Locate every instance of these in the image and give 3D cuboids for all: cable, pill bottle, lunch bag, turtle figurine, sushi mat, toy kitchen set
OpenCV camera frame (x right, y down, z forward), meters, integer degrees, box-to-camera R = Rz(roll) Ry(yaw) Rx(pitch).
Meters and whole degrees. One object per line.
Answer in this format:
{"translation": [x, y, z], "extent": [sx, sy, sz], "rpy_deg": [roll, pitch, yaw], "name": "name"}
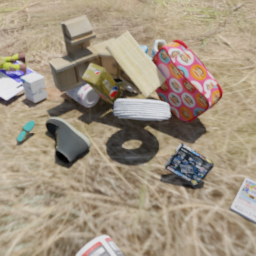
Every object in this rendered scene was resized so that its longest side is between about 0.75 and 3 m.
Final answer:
{"translation": [0.438, -0.558, 8.693], "extent": [1.776, 0.615, 1.776], "rpy_deg": [6, 3, 34], "name": "cable"}
{"translation": [-0.292, 3.276, 5.820], "extent": [1.047, 1.047, 1.807], "rpy_deg": [-29, 54, -27], "name": "pill bottle"}
{"translation": [1.754, -1.462, 9.803], "extent": [1.076, 2.313, 2.626], "rpy_deg": [-37, 87, -27], "name": "lunch bag"}
{"translation": [-5.296, -2.707, 11.503], "extent": [2.070, 0.827, 2.567], "rpy_deg": [-7, 42, -21], "name": "turtle figurine"}
{"translation": [0.284, -2.055, 9.070], "extent": [0.999, 0.126, 2.088], "rpy_deg": [-43, 99, -19], "name": "sushi mat"}
{"translation": [-0.997, -2.270, 9.517], "extent": [2.719, 2.218, 2.453], "rpy_deg": [-28, 50, -23], "name": "toy kitchen set"}
{"translation": [-1.916, -1.498, 10.982], "extent": [1.542, 0.874, 0.874], "rpy_deg": [34, 53, 30], "name": "pill bottle"}

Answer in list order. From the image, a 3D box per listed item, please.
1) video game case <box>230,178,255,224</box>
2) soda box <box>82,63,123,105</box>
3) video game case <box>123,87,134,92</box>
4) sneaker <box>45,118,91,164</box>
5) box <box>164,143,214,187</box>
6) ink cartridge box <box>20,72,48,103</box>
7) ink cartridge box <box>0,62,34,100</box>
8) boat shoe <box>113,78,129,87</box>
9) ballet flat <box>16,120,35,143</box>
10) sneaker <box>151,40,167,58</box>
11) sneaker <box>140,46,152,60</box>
{"translation": [3.511, 2.039, 7.828], "extent": [0.886, 0.112, 1.238], "rpy_deg": [26, 50, 25], "name": "video game case"}
{"translation": [-0.882, -1.544, 10.248], "extent": [0.620, 1.937, 0.656], "rpy_deg": [27, 83, 26], "name": "soda box"}
{"translation": [-0.009, -2.249, 12.294], "extent": [1.262, 0.159, 1.762], "rpy_deg": [-32, 52, -29], "name": "video game case"}
{"translation": [-2.243, 0.360, 9.125], "extent": [1.908, 0.714, 1.014], "rpy_deg": [28, 47, 24], "name": "sneaker"}
{"translation": [1.743, 1.075, 8.019], "extent": [1.111, 0.883, 0.256], "rpy_deg": [31, 24, -1], "name": "box"}
{"translation": [-3.642, -1.568, 10.899], "extent": [0.661, 0.897, 0.649], "rpy_deg": [28, 45, 31], "name": "ink cartridge box"}
{"translation": [-4.973, -1.976, 11.742], "extent": [2.000, 0.434, 1.981], "rpy_deg": [30, 52, 18], "name": "ink cartridge box"}
{"translation": [-0.125, -1.916, 11.287], "extent": [1.385, 0.497, 0.468], "rpy_deg": [-2, 73, 15], "name": "boat shoe"}
{"translation": [-3.496, 0.118, 9.551], "extent": [0.313, 0.313, 0.885], "rpy_deg": [24, 72, 23], "name": "ballet flat"}
{"translation": [1.874, -2.723, 12.045], "extent": [1.128, 1.191, 2.948], "rpy_deg": [-20, 48, -22], "name": "sneaker"}
{"translation": [0.418, -3.367, 12.394], "extent": [2.175, 0.891, 0.804], "rpy_deg": [44, 14, 5], "name": "sneaker"}
